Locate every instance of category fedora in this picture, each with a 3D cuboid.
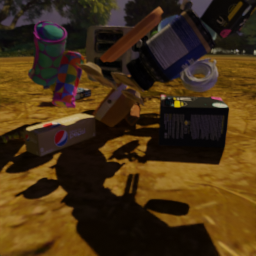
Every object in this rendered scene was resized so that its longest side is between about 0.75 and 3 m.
[{"bbox_3d":[-0.493,-0.885,11.272,1.071,2.625,2.625,39,20,-5],"label":"fedora"}]

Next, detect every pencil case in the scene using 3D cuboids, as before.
[{"bbox_3d":[-3.008,-2.611,10.267,1.195,2.586,1.100,-26,74,-33],"label":"pencil case"},{"bbox_3d":[-1.979,-1.616,9.429,0.856,1.938,0.856,11,-15,3],"label":"pencil case"}]

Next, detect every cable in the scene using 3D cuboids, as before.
[{"bbox_3d":[1.897,-1.407,7.532,0.981,0.339,0.980,-2,57,11],"label":"cable"}]

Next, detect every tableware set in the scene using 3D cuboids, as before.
[{"bbox_3d":[-0.441,-1.367,8.581,2.276,0.264,1.901,25,-7,23],"label":"tableware set"}]

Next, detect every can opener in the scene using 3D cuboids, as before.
[{"bbox_3d":[1.771,-3.675,9.114,0.330,0.413,1.236,29,-17,4],"label":"can opener"}]

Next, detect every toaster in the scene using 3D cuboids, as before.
[{"bbox_3d":[-0.565,-3.553,13.488,2.986,2.700,1.772,12,20,24],"label":"toaster"}]

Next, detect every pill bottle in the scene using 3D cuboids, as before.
[{"bbox_3d":[1.048,-1.942,7.314,2.138,1.196,1.196,-35,9,18],"label":"pill bottle"}]

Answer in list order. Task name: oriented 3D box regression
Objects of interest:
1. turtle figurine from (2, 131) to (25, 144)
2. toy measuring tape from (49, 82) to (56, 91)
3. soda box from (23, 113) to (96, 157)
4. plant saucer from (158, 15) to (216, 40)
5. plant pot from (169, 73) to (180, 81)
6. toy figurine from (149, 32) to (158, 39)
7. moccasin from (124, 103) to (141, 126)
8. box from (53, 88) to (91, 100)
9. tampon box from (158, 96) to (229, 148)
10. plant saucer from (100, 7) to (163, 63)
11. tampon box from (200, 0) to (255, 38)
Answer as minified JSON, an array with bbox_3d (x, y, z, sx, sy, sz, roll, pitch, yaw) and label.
[{"bbox_3d":[-3.870,0.299,9.855,0.941,0.376,1.167,-14,23,-35],"label":"turtle figurine"},{"bbox_3d":[-3.148,-2.917,11.848,1.100,2.989,1.100,2,35,-2],"label":"toy measuring tape"},{"bbox_3d":[-2.249,0.165,9.621,0.828,0.783,2.445,14,24,37],"label":"soda box"},{"bbox_3d":[2.642,-4.235,12.801,2.621,0.505,2.621,0,53,0],"label":"plant saucer"},{"bbox_3d":[1.736,-2.972,13.580,1.187,1.067,1.187,-18,36,-22],"label":"plant pot"},{"bbox_3d":[1.540,-2.746,10.402,1.403,1.524,1.144,22,39,40],"label":"toy figurine"},{"bbox_3d":[0.068,-0.727,12.210,0.784,0.743,2.031,39,24,-11],"label":"moccasin"},{"bbox_3d":[-3.399,-2.104,16.936,1.833,0.422,1.457,12,22,31],"label":"box"},{"bbox_3d":[2.231,-0.284,9.961,2.242,1.416,1.681,2,19,6],"label":"tampon box"},{"bbox_3d":[0.148,-3.221,10.026,2.733,0.441,2.733,-37,13,10],"label":"plant saucer"},{"bbox_3d":[2.589,-2.948,6.959,0.798,0.947,1.264,45,46,11],"label":"tampon box"}]
